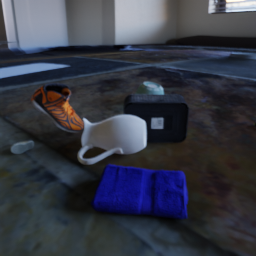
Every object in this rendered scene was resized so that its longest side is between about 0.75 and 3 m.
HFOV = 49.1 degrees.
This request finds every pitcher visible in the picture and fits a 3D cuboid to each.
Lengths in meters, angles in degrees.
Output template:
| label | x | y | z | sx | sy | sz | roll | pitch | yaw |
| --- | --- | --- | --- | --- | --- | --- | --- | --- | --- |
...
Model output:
| label | x | y | z | sx | sy | sz | roll | pitch | yaw |
| --- | --- | --- | --- | --- | --- | --- | --- | --- | --- |
| pitcher | -0.610 | 0.507 | 10.773 | 2.510 | 1.522 | 2.154 | -1 | 49 | 9 |

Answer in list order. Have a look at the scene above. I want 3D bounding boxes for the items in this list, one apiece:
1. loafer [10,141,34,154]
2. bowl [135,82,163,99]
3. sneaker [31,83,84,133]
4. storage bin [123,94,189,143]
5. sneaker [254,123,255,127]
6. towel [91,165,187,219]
| label | x | y | z | sx | sy | sz | roll | pitch | yaw |
| --- | --- | --- | --- | --- | --- | --- | --- | --- | --- |
| loafer | -4.296 | 0.779 | 11.232 | 0.372 | 0.401 | 1.068 | 1 | 8 | 31 |
| bowl | 1.349 | -2.145 | 17.032 | 1.945 | 1.017 | 1.945 | 8 | 26 | -4 |
| sneaker | -2.723 | -0.868 | 12.054 | 1.486 | 2.653 | 1.029 | -34 | 35 | 31 |
| storage bin | 1.153 | -0.418 | 12.192 | 2.692 | 1.820 | 1.262 | 1 | 22 | 1 |
| sneaker | 6.588 | -0.058 | 13.390 | 0.454 | 0.393 | 1.096 | -42 | 41 | -24 |
| towel | 0.391 | 1.792 | 8.354 | 2.688 | 0.666 | 1.985 | 2 | 22 | 6 |
